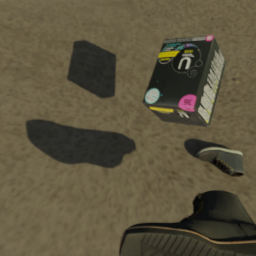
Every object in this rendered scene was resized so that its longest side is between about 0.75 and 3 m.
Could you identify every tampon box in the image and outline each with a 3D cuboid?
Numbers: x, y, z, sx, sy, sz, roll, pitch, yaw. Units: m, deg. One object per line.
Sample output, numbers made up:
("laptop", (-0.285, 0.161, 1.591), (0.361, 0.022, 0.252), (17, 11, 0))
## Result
("tampon box", (1.261, -0.997, 6.134), (1.219, 1.027, 1.627), (8, 73, 37))

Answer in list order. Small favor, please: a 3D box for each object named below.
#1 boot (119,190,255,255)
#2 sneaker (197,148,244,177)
("boot", (1.019, 1.584, 4.563), (2.439, 0.945, 1.687), (15, 23, -11))
("sneaker", (2.599, 0.969, 7.822), (1.303, 0.487, 0.692), (3, 53, 1))
